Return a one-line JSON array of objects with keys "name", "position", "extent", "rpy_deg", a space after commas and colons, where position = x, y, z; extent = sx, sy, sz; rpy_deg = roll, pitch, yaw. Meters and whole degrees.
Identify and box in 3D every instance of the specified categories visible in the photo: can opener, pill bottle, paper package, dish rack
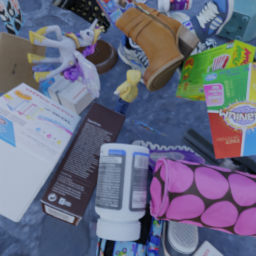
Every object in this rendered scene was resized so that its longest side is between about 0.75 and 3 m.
[{"name": "can opener", "position": [2.490, 0.752, 7.720], "extent": [2.206, 0.581, 0.733], "rpy_deg": [36, 62, 18]}, {"name": "pill bottle", "position": [1.520, -4.124, 9.137], "extent": [1.031, 0.580, 0.580], "rpy_deg": [-6, 55, -2]}, {"name": "paper package", "position": [-3.664, -1.963, 8.931], "extent": [0.938, 1.729, 1.814], "rpy_deg": [15, 97, 35]}, {"name": "pill bottle", "position": [-0.136, 1.307, 5.851], "extent": [1.049, 1.049, 1.844], "rpy_deg": [5, 80, 3]}, {"name": "dish rack", "position": [0.735, -3.295, 9.471], "extent": [1.477, 0.321, 1.267], "rpy_deg": [-8, 77, 3]}]

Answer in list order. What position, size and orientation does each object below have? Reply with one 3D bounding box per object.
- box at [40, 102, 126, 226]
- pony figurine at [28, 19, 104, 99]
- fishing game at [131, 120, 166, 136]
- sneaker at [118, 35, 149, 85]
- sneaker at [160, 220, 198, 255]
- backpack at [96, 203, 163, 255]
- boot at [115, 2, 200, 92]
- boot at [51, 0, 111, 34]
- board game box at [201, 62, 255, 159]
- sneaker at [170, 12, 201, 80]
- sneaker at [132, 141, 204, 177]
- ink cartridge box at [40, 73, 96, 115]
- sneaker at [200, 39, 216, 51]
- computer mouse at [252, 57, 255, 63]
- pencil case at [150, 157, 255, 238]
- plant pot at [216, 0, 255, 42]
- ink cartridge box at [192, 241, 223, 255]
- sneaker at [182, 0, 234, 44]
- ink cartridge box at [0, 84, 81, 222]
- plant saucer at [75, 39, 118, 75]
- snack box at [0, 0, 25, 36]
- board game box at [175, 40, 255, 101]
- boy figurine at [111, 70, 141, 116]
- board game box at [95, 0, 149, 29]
[{"name": "box", "position": [-1.055, 0.871, 6.850], "extent": [1.011, 1.351, 2.699], "rpy_deg": [23, 61, -3]}, {"name": "pony figurine", "position": [-1.666, -1.966, 8.016], "extent": [2.164, 2.089, 1.802], "rpy_deg": [-17, 38, -29]}, {"name": "fishing game", "position": [0.539, 0.028, 7.616], "extent": [0.986, 0.706, 0.153], "rpy_deg": [25, 90, -6]}, {"name": "sneaker", "position": [0.571, -2.882, 11.659], "extent": [1.144, 1.265, 2.970], "rpy_deg": [-35, 63, -22]}, {"name": "sneaker", "position": [1.485, 2.574, 7.993], "extent": [1.059, 1.072, 2.701], "rpy_deg": [22, 33, 8]}, {"name": "backpack", "position": [-0.047, 2.982, 7.135], "extent": [1.418, 1.924, 2.107], "rpy_deg": [15, 67, -8]}, {"name": "boot", "position": [0.520, -2.237, 7.207], "extent": [2.088, 1.031, 2.689], "rpy_deg": [37, 57, 5]}, {"name": "boot", "position": [-1.499, -4.353, 10.182], "extent": [2.169, 1.037, 2.872], "rpy_deg": [33, 22, -19]}, {"name": "board game box", "position": [2.438, -0.360, 5.929], "extent": [1.435, 0.378, 1.875], "rpy_deg": [-10, 91, 23]}, {"name": "sneaker", "position": [1.895, -2.760, 9.636], "extent": [1.155, 1.071, 2.849], "rpy_deg": [-6, 73, -41]}, {"name": "sneaker", "position": [1.208, 1.139, 9.067], "extent": [2.401, 0.966, 1.061], "rpy_deg": [6, 61, 10]}, {"name": "ink cartridge box", "position": [-2.283, -1.479, 10.963], "extent": [1.766, 0.758, 1.293], "rpy_deg": [30, 61, 19]}, {"name": "sneaker", "position": [3.388, -3.695, 12.703], "extent": [1.258, 0.502, 0.818], "rpy_deg": [11, 46, -5]}, {"name": "computer mouse", "position": [3.659, -1.799, 8.466], "extent": [0.539, 2.343, 1.645], "rpy_deg": [-34, 100, 9]}, {"name": "pencil case", "position": [1.841, 1.540, 5.834], "extent": [2.933, 1.374, 1.331], "rpy_deg": [15, 24, -10]}, {"name": "plant pot", "position": [5.168, -5.405, 12.831], "extent": [2.465, 2.458, 2.511], "rpy_deg": [27, 63, 18]}, {"name": "ink cartridge box", "position": [2.215, 4.028, 7.009], "extent": [1.323, 0.796, 1.820], "rpy_deg": [-39, 62, -23]}, {"name": "sneaker", "position": [2.176, -3.109, 8.042], "extent": [1.229, 1.679, 0.676], "rpy_deg": [-18, 72, -8]}, {"name": "ink cartridge box", "position": [-2.456, 0.327, 6.557], "extent": [1.780, 1.734, 2.770], "rpy_deg": [32, 22, -11]}, {"name": "plant saucer", "position": [-1.633, -3.277, 12.487], "extent": [2.375, 0.409, 2.375], "rpy_deg": [0, 53, 0]}, {"name": "snack box", "position": [-3.663, -3.727, 8.562], "extent": [0.282, 1.521, 0.883], "rpy_deg": [0, 50, 6]}, {"name": "board game box", "position": [2.187, -1.398, 7.505], "extent": [0.593, 2.489, 1.264], "rpy_deg": [14, 91, -16]}, {"name": "boy figurine", "position": [-0.065, -0.997, 7.907], "extent": [0.449, 0.866, 1.393], "rpy_deg": [30, 103, 36]}, {"name": "board game box", "position": [0.009, -4.706, 9.362], "extent": [2.306, 1.561, 0.397], "rpy_deg": [-41, 38, -4]}]
